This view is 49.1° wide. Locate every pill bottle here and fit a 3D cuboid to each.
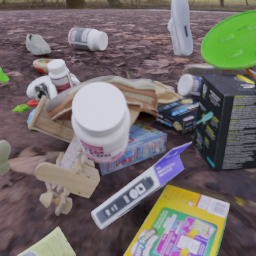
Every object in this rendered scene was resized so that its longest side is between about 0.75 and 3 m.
[{"bbox_3d":[-2.282,-5.066,16.069,2.060,1.193,1.193,16,32,26],"label":"pill bottle"},{"bbox_3d":[-2.014,-1.464,8.396,0.601,1.052,0.601,-5,43,5],"label":"pill bottle"},{"bbox_3d":[2.309,-1.289,9.136,1.240,0.689,0.689,8,22,-26],"label":"pill bottle"},{"bbox_3d":[-0.321,-0.022,3.448,0.676,1.193,0.676,1,69,-1],"label":"pill bottle"}]

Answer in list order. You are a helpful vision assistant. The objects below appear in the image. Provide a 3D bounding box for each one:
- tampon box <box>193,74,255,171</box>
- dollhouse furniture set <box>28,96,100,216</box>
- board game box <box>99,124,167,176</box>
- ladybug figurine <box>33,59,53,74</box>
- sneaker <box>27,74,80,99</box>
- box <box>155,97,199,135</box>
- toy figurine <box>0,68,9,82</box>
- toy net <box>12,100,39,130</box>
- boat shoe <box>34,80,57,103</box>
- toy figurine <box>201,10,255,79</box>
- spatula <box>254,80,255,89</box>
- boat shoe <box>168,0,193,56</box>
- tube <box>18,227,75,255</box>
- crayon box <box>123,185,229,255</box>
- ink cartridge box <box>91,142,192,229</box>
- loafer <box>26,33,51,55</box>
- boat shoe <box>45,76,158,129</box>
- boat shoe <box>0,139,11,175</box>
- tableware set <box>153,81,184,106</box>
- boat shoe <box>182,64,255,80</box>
[{"bbox_3d":[2.227,-0.156,6.084,1.093,1.732,1.298,-3,28,-5],"label":"tampon box"},{"bbox_3d":[-1.328,0.507,4.973,1.028,1.203,2.321,24,17,-23],"label":"dollhouse furniture set"},{"bbox_3d":[-0.269,0.361,6.423,1.652,0.510,1.651,23,35,37],"label":"board game box"},{"bbox_3d":[-3.625,-2.696,12.287,0.916,0.485,1.349,-22,35,-36],"label":"ladybug figurine"},{"bbox_3d":[-2.429,-1.304,9.211,1.733,0.662,0.698,-20,47,-17],"label":"sneaker"},{"bbox_3d":[1.635,-0.396,8.013,1.558,0.358,1.239,-20,33,-32],"label":"box"},{"bbox_3d":[-4.931,-1.533,9.374,1.463,1.346,1.098,40,19,-4],"label":"toy figurine"},{"bbox_3d":[-2.097,-0.641,8.464,1.286,0.473,2.451,14,28,36],"label":"toy net"},{"bbox_3d":[-2.265,-0.884,7.712,0.557,0.618,1.749,-19,24,-17],"label":"boat shoe"},{"bbox_3d":[3.382,-1.508,7.010,2.529,2.328,1.899,-21,46,18],"label":"toy figurine"},{"bbox_3d":[2.791,0.243,4.958,0.248,2.415,0.683,-22,-4,8],"label":"spatula"},{"bbox_3d":[0.903,-1.881,5.167,0.409,1.113,0.364,-25,23,-37],"label":"boat shoe"},{"bbox_3d":[-1.061,1.628,3.555,0.327,0.365,1.258,3,-3,14],"label":"tube"},{"bbox_3d":[0.728,1.627,3.993,1.048,0.514,1.764,14,31,24],"label":"crayon box"},{"bbox_3d":[0.360,0.802,4.259,0.325,1.499,1.485,53,18,13],"label":"ink cartridge box"},{"bbox_3d":[-5.053,-4.652,15.521,0.953,0.951,2.725,-19,33,-32],"label":"loafer"},{"bbox_3d":[-0.262,-0.391,5.752,2.926,1.050,1.108,-13,-10,-46],"label":"boat shoe"},{"bbox_3d":[-2.183,0.466,4.726,0.275,0.879,0.313,38,49,15],"label":"boat shoe"},{"bbox_3d":[0.338,-1.137,9.462,2.946,0.342,2.461,-9,29,-16],"label":"tableware set"},{"bbox_3d":[3.419,-1.925,10.284,2.757,1.044,0.990,15,30,24],"label":"boat shoe"}]
